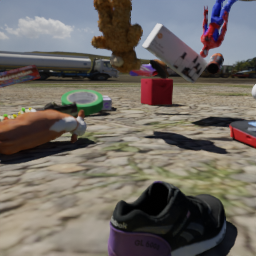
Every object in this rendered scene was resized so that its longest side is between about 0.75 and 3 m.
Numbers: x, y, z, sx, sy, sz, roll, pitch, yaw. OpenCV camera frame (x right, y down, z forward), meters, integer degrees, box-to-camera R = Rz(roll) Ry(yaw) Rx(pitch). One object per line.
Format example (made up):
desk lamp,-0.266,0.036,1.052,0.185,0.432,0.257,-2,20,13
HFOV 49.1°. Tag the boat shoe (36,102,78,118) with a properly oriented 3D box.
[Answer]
boat shoe,-2.767,-0.677,10.368,1.845,0.598,0.675,-1,11,-5

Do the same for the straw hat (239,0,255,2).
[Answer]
straw hat,2.084,-2.555,4.713,0.777,0.777,0.329,3,-3,17

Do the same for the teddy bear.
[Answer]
teddy bear,-0.322,-2.539,7.704,1.633,2.252,0.752,16,39,12

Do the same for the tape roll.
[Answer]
tape roll,-1.877,-1.075,11.549,1.689,0.406,1.689,2,30,-1

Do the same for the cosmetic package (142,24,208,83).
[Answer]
cosmetic package,1.790,-2.733,10.429,2.402,0.991,0.608,30,11,-23

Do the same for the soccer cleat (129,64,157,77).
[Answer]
soccer cleat,0.761,-2.383,11.862,1.416,0.518,0.483,-12,-26,2

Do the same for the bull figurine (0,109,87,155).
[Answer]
bull figurine,-2.115,0.009,6.387,1.491,0.800,2.456,6,11,34

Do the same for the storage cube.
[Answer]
storage cube,1.511,-1.951,14.992,1.276,1.342,1.493,-5,13,-23

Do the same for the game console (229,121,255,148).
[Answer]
game console,4.013,0.200,6.378,2.718,0.422,2.404,-3,11,-13

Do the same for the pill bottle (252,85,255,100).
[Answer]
pill bottle,7.389,-1.777,14.238,1.277,1.277,2.134,-2,12,-11

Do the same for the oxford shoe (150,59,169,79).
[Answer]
oxford shoe,0.875,-1.568,7.281,0.310,0.310,0.870,-15,45,-12

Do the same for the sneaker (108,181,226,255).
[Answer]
sneaker,0.476,0.793,2.619,0.584,0.676,1.543,11,15,43

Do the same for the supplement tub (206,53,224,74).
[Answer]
supplement tub,3.250,-2.421,10.376,0.492,0.492,0.920,7,44,31

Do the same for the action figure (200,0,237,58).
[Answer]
action figure,3.027,-3.738,9.453,0.907,2.774,0.717,29,23,34

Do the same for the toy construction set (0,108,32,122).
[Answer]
toy construction set,-3.432,-0.267,8.373,1.223,0.563,0.802,-12,38,-18

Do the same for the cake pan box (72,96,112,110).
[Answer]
cake pan box,-1.781,-1.167,13.144,2.026,0.530,1.866,-1,13,-7

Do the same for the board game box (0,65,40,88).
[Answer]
board game box,-3.878,-1.778,9.725,1.490,0.145,0.767,-17,-15,-11
